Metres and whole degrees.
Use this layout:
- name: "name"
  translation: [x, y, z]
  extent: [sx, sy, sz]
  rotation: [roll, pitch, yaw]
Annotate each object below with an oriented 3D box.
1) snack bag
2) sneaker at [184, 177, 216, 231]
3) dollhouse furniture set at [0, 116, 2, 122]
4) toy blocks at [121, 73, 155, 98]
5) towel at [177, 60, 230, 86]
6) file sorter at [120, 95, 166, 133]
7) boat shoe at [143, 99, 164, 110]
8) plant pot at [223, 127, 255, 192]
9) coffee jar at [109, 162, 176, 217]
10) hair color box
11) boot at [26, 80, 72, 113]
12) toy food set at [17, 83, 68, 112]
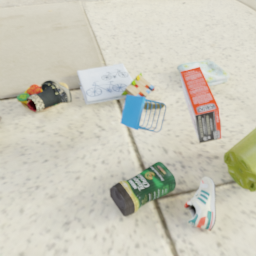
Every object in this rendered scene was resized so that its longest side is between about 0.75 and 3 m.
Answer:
- name: "snack bag"
  translation: [-0.988, -2.007, 12.429]
  extent: [2.392, 0.272, 2.537]
  rotation: [-13, 45, -14]
- name: "sneaker"
  translation: [1.994, 2.019, 7.853]
  extent: [0.774, 0.583, 1.656]
  rotation: [10, 46, 3]
- name: "dollhouse furniture set"
  translation: [-6.331, -0.125, 10.040]
  extent: [2.207, 1.387, 2.495]
  rotation: [3, 37, 41]
- name: "toy blocks"
  translation: [0.486, -1.553, 11.606]
  extent: [0.931, 0.681, 1.362]
  rotation: [40, 58, 1]
- name: "towel"
  translation: [3.421, -2.497, 12.817]
  extent: [1.897, 0.457, 1.624]
  rotation: [-13, 44, -14]
- name: "file sorter"
  translation: [0.470, -0.455, 9.144]
  extent: [0.895, 1.013, 1.459]
  rotation: [12, 4, -22]
- name: "boat shoe"
  translation: [0.931, -0.953, 11.252]
  extent: [1.006, 0.376, 0.344]
  rotation: [2, 38, -11]
- name: "plant pot"
  translation: [4.021, 0.859, 8.303]
  extent: [1.907, 2.074, 2.074]
  rotation: [-29, 49, -12]
- name: "coffee jar"
  translation: [0.410, 1.738, 8.021]
  extent: [1.812, 0.773, 0.945]
  rotation: [-24, 48, -23]
- name: "hair color box"
  translation: [2.164, -0.749, 8.491]
  extent: [0.698, 1.158, 2.281]
  rotation: [-13, 41, 9]
- name: "boot"
  translation: [-3.164, -1.214, 10.404]
  extent: [1.453, 0.694, 1.924]
  rotation: [-25, 37, -36]
- name: "toy food set"
  translation: [-3.509, -1.302, 11.526]
  extent: [1.865, 0.454, 1.846]
  rotation: [10, 44, 10]
